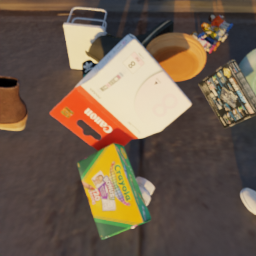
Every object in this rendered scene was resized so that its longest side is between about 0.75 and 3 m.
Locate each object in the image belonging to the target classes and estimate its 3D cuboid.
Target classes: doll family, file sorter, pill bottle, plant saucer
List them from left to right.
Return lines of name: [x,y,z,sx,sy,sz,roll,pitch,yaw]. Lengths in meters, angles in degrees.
file sorter: [-1.531,-3.439,10.920,1.437,2.071,1.289,6,56,1]
pill bottle: [0.163,1.949,7.396,0.681,0.681,1.202,26,63,20]
plant saucer: [1.450,-2.098,8.808,1.932,1.932,0.362,6,58,5]
doll family: [3.523,-4.070,12.468,1.304,0.947,2.101,37,77,18]
plant saucer: [4.757,-1.457,9.064,2.511,2.511,0.483,18,37,14]

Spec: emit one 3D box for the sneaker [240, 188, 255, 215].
sneaker: [3.688,2.161,7.439,0.564,0.547,1.545,-29,56,-21]

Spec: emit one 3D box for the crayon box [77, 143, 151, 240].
crayon box: [-0.375,1.508,6.795,1.162,0.570,1.957,-28,70,18]

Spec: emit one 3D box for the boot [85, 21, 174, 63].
boot: [0.024,-2.979,9.514,1.918,1.074,2.773,40,76,22]

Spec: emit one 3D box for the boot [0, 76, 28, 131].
boot: [-4.315,-0.683,7.795,2.827,2.352,1.023,0,60,-13]

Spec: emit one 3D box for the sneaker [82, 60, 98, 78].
sneaker: [-0.739,-1.375,7.939,0.819,2.296,0.917,-22,90,5]

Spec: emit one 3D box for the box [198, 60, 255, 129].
box: [2.994,-0.948,8.306,0.385,1.329,1.673,-25,83,-30]

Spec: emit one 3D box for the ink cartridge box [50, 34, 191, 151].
ink cartridge box: [-0.167,-0.463,6.511,2.598,2.112,0.741,-43,29,9]
